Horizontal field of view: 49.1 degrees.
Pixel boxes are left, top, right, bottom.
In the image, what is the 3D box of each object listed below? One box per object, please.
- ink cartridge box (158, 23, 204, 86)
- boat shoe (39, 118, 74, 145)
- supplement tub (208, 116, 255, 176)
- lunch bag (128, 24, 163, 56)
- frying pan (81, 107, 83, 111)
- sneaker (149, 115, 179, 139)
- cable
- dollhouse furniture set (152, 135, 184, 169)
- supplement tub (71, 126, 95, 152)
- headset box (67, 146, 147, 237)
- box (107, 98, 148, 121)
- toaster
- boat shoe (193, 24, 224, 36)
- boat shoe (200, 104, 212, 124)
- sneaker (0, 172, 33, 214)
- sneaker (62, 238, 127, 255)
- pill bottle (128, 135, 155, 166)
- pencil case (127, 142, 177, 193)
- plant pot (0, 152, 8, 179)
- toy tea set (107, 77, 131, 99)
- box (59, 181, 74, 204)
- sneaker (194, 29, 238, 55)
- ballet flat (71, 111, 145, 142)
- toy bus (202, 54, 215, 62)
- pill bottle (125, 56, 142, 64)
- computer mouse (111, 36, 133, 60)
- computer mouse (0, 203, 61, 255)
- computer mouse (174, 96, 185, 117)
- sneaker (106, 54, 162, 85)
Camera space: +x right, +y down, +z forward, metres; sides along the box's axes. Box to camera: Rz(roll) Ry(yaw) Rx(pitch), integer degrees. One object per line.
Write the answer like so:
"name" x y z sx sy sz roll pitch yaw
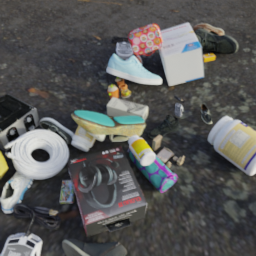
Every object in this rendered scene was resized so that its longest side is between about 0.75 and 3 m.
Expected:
"ink cartridge box" 2.365 -3.430 13.025 1.687 1.658 2.292 -14 46 8
"boat shoe" -2.757 0.128 10.455 1.637 0.579 0.521 25 32 20
"supplement tub" 3.792 0.567 9.511 1.331 1.331 1.830 -31 56 -27
"lunch bag" 0.784 -3.727 12.124 1.385 1.220 0.567 -12 32 18
"frying pan" -1.919 -0.550 11.069 0.147 0.545 0.901 -27 59 13
"sneaker" 1.362 -0.081 10.631 1.347 0.772 0.515 -22 48 -17
"cable" -2.956 0.899 9.413 1.803 0.624 1.803 39 48 9
"dollhouse furniture set" 1.319 0.894 9.794 1.193 0.528 0.618 36 55 26
"supplement tub" -1.528 0.250 10.129 0.767 0.767 1.054 19 72 18
"headset box" -0.652 1.928 8.419 1.815 0.942 2.440 -13 50 -16
"box" -0.033 -0.689 11.361 1.577 0.539 0.648 16 47 14
"toaster" -4.603 -0.258 10.529 1.918 1.138 1.734 26 51 23
"boat shoe" 4.524 -5.438 15.920 1.783 0.675 0.640 18 50 19
"boat shoe" 3.119 -0.562 11.245 0.341 0.321 0.950 -11 52 3
"sneaker" -3.525 1.784 8.843 0.631 0.730 1.684 3 45 4
"sneaker" -0.919 3.323 7.541 1.689 0.632 0.897 18 28 27
"pill bottle" 0.400 0.699 8.955 0.548 0.548 1.004 -21 49 -19
"pencil case" 0.791 1.246 9.270 0.776 0.843 1.824 -18 49 -33
"plant pot" -4.683 1.247 8.709 1.448 2.040 2.040 38 49 -10
"toy tea set" -0.478 -1.822 12.256 0.952 0.592 1.600 -15 33 -2
"box" -1.932 2.052 8.987 0.431 0.136 0.783 -2 46 -2
"sneaker" 4.210 -4.291 14.562 1.568 1.046 2.737 -37 53 -28
"ballet flat" -0.654 0.026 9.733 2.910 1.029 1.029 3 38 -37
"toy bus" 4.035 -3.579 14.375 0.806 0.262 0.316 -15 50 -14
"pill bottle" 0.175 -3.189 13.808 0.911 0.520 0.520 -24 51 -22
"computer mouse" -0.244 -4.162 14.793 1.334 0.534 2.432 2 41 -3
"computer mouse" -2.872 3.341 7.451 1.520 0.608 2.772 10 41 3
"computer mouse" 2.022 -0.833 11.093 0.479 0.873 0.192 25 46 35
"sneaker" 0.334 -2.626 12.455 2.562 1.050 0.947 15 19 1
